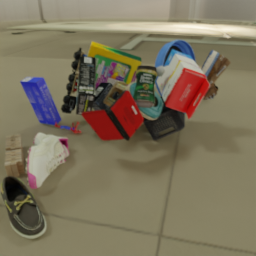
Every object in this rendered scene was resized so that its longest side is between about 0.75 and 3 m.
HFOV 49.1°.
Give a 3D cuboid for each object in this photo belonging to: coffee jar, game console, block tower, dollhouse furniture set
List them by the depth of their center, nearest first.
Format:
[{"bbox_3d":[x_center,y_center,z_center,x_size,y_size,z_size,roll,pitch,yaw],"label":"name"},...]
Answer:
[{"bbox_3d":[-0.414,-0.331,8.423,0.898,1.513,1.304,26,70,36],"label":"game console"},{"bbox_3d":[0.534,-1.322,8.773,0.690,0.564,1.323,5,68,4],"label":"coffee jar"},{"bbox_3d":[-3.715,0.880,9.163,0.500,0.535,1.852,-9,31,-17],"label":"block tower"},{"bbox_3d":[0.394,-0.740,10.365,1.745,1.097,1.973,31,2,-37],"label":"dollhouse furniture set"}]

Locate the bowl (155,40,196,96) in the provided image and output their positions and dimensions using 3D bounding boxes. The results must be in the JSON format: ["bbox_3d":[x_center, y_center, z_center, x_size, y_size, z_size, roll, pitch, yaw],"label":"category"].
[{"bbox_3d":[2.240,-2.627,13.185,0.570,2.903,2.903,11,28,41],"label":"bowl"}]

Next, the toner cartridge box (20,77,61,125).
[{"bbox_3d":[-3.393,-1.029,10.979,0.924,1.945,0.420,9,41,30],"label":"toner cartridge box"}]

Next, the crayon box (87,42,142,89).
[{"bbox_3d":[-0.854,-2.073,11.889,2.151,2.493,0.727,17,28,-9],"label":"crayon box"}]

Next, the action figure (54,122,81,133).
[{"bbox_3d":[-2.275,-0.110,10.871,1.022,0.506,0.333,21,-10,-8],"label":"action figure"}]

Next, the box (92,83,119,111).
[{"bbox_3d":[-0.794,-0.976,11.272,0.744,1.389,1.031,13,62,51],"label":"box"}]

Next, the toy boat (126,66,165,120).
[{"bbox_3d":[0.714,-1.303,9.591,0.875,1.583,1.883,-16,49,48],"label":"toy boat"}]

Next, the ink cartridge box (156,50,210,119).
[{"bbox_3d":[1.828,-1.562,9.757,0.828,1.431,2.462,16,31,-16],"label":"ink cartridge box"}]

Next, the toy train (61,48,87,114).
[{"bbox_3d":[-2.091,-1.802,11.074,0.616,2.688,0.458,14,19,-13],"label":"toy train"}]

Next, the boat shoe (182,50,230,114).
[{"bbox_3d":[2.796,-1.459,10.119,0.900,2.486,0.898,27,29,7],"label":"boat shoe"}]

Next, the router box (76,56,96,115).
[{"bbox_3d":[-1.495,-1.403,9.841,0.579,1.864,1.397,3,70,-12],"label":"router box"}]

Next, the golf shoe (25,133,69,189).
[{"bbox_3d":[-2.460,0.903,8.690,1.170,0.963,2.557,0,28,-7],"label":"golf shoe"}]

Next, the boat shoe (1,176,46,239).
[{"bbox_3d":[-2.700,1.929,7.015,0.732,0.618,2.054,-21,34,-34],"label":"boat shoe"}]

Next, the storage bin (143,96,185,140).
[{"bbox_3d":[1.405,-0.509,10.835,1.308,0.907,1.935,-23,20,21],"label":"storage bin"}]
